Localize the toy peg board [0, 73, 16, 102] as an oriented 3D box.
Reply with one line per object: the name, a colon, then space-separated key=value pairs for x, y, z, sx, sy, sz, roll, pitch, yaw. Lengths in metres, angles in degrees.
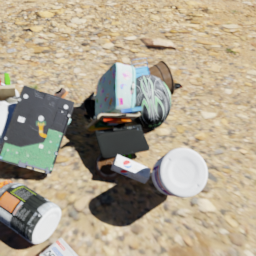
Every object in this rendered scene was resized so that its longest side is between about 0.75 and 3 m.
toy peg board: x=-5.180 y=-1.563 z=10.929 sx=1.423 sy=1.429 sz=0.699 roll=-7 pitch=78 yaw=-21

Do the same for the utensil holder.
utensil holder: x=-4.753 y=0.116 z=10.479 sx=2.261 sy=1.922 sz=1.922 roll=-18 pitch=44 yaw=-23

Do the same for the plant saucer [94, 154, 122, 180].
plant saucer: x=-0.674 y=1.303 z=9.983 sx=1.081 sy=0.198 sz=1.081 roll=-1 pitch=71 yaw=3

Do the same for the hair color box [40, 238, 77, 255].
hair color box: x=-2.096 y=3.813 z=7.162 sx=0.960 sy=0.554 sz=1.732 roll=31 pitch=51 yaw=31

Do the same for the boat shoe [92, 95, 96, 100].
boat shoe: x=-1.467 y=-1.556 z=13.599 sx=0.777 sy=0.266 sz=0.290 roll=-1 pitch=46 yaw=19

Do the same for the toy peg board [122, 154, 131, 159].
toy peg board: x=-0.333 y=0.759 z=10.802 sx=1.042 sy=0.510 sz=1.037 roll=-4 pitch=37 yaw=-6

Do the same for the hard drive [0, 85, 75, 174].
hard drive: x=-3.149 y=0.085 z=9.752 sx=1.870 sy=0.506 sz=2.676 roll=17 pitch=81 yaw=-11

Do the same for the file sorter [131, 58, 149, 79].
file sorter: x=0.561 y=-2.444 z=12.406 sx=0.770 sy=0.680 sz=1.109 roll=-9 pitch=61 yaw=2

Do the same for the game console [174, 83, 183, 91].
game console: x=1.885 y=-1.907 z=13.900 sx=1.533 sy=0.185 sz=0.904 roll=-21 pitch=21 yaw=-12

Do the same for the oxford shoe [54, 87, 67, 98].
oxford shoe: x=-3.388 y=-1.424 z=13.086 sx=1.173 sy=0.425 sz=0.417 roll=-48 pitch=50 yaw=-11

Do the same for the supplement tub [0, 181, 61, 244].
supplement tub: x=-3.082 y=2.405 z=8.240 sx=1.970 sy=1.207 sz=1.207 roll=24 pitch=46 yaw=22

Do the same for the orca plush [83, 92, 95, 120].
orca plush: x=-1.514 y=-1.072 z=12.723 sx=1.110 sy=0.750 sz=2.110 roll=-6 pitch=41 yaw=-7

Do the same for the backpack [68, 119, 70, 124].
backpack: x=-3.009 y=-0.246 z=11.202 sx=1.297 sy=0.994 sz=1.140 roll=-30 pitch=25 yaw=-7

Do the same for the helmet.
helmet: x=0.835 y=-1.107 z=11.573 sx=2.070 sy=1.974 sz=2.070 roll=-4 pitch=56 yaw=5

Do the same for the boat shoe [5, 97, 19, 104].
boat shoe: x=-4.506 y=-1.123 z=11.241 sx=0.798 sy=0.290 sz=0.250 roll=-1 pitch=41 yaw=-9

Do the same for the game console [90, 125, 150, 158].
game console: x=-0.361 y=0.537 z=10.829 sx=1.860 sy=1.636 sz=1.083 roll=-7 pitch=85 yaw=-19

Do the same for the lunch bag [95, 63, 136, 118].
lunch bag: x=-0.520 y=-1.400 z=11.108 sx=0.975 sy=2.529 sz=2.028 roll=9 pitch=79 yaw=-24

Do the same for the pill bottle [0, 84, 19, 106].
pill bottle: x=-5.867 y=-1.532 z=12.912 sx=1.700 sy=1.017 sz=1.017 roll=21 pitch=43 yaw=42

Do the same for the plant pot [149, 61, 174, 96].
plant pot: x=1.052 y=-2.131 z=13.376 sx=1.721 sy=1.738 sz=1.738 roll=-19 pitch=43 yaw=-11

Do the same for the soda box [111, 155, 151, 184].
soda box: x=0.100 y=1.412 z=9.530 sx=1.288 sy=0.410 sz=0.439 roll=23 pitch=49 yaw=-6

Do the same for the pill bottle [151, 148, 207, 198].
pill bottle: x=1.409 y=1.398 z=8.425 sx=1.314 sy=2.359 sz=1.314 roll=0 pitch=78 yaw=-2

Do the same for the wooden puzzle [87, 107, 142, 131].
wooden puzzle: x=-0.582 y=-0.229 z=10.799 sx=1.857 sy=2.753 sz=0.322 roll=-6 pitch=79 yaw=-16
